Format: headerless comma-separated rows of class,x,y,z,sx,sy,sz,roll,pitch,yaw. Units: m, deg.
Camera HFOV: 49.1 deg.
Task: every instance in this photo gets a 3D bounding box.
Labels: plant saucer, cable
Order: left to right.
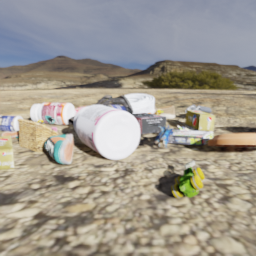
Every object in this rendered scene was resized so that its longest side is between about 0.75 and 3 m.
cable,0.092,-1.176,16.426,2.974,1.030,2.975,-24,25,-36
plant saucer,3.942,0.432,9.415,2.433,0.393,2.433,1,-6,0

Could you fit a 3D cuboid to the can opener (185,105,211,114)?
can opener,4.405,-0.914,17.262,2.415,0.644,0.807,4,50,-43

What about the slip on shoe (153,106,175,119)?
slip on shoe,1.617,-1.007,17.442,2.587,0.784,0.984,2,11,9

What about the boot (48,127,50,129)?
boot,-3.901,0.243,12.391,1.089,0.394,0.906,-18,-5,-6

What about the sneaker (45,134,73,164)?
sneaker,-2.241,0.688,8.907,0.870,0.777,2.177,-5,8,-6

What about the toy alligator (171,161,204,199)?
toy alligator,1.504,1.248,6.649,0.642,0.465,1.936,-30,-1,23

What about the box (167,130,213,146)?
box,2.255,0.365,11.063,1.882,0.327,1.036,3,13,40

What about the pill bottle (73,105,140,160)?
pill bottle,-0.909,0.024,9.954,1.602,1.602,2.826,-6,12,-27

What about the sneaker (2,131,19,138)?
sneaker,-4.913,0.322,11.973,0.932,0.332,0.372,-6,-15,11

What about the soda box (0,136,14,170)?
soda box,-3.944,0.748,8.796,0.598,0.632,1.867,-5,12,-24

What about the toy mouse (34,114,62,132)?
toy mouse,-3.348,-0.079,11.925,1.115,1.254,0.243,-14,-14,-48

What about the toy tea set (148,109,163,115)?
toy tea set,1.183,-0.419,15.164,1.593,0.590,0.947,-18,-23,-4

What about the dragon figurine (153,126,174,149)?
dragon figurine,1.283,0.216,10.018,0.510,0.861,1.733,15,-10,17

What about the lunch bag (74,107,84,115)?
lunch bag,-2.477,-0.899,17.148,1.667,0.683,1.468,2,11,9

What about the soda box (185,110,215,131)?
soda box,3.481,-0.391,13.781,0.720,0.762,2.249,3,9,-4

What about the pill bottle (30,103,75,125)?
pill bottle,-4.087,-0.768,15.180,2.165,1.186,1.186,3,11,15

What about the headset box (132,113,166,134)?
headset box,0.801,-0.241,13.592,1.459,0.757,1.960,-6,11,-30

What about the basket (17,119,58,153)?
basket,-3.291,0.193,10.434,1.485,1.107,1.060,8,13,41

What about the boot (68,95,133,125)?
boot,-1.399,-0.600,13.769,2.582,1.027,2.966,-35,27,-25

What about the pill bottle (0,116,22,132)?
pill bottle,-5.778,-0.202,13.353,1.362,0.756,0.756,2,11,10

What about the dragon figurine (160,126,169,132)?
dragon figurine,1.606,0.171,12.280,0.374,0.753,0.221,4,52,-5

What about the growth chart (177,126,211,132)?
growth chart,3.206,0.055,13.652,1.658,0.147,1.200,2,11,-4

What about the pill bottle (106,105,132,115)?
pill bottle,-0.438,-0.620,11.882,1.224,0.684,0.684,-5,11,-44
